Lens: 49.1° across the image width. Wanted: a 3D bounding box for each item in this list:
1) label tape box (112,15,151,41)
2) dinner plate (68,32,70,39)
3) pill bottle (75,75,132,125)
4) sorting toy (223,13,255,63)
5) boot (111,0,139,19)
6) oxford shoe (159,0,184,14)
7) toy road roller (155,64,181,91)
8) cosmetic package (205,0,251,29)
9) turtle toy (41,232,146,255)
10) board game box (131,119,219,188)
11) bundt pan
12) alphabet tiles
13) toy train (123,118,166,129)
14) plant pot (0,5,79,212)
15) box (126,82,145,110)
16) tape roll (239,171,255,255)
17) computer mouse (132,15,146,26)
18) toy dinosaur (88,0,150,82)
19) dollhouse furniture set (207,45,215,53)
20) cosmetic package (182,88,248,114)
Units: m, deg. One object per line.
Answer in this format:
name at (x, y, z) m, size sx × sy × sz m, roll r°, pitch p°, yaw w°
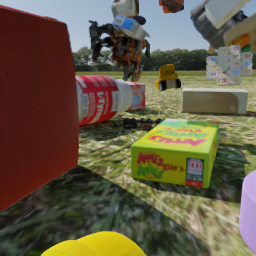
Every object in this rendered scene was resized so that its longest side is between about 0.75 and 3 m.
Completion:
label tape box at (0.107, -2.600, 7.506) m, size 0.668 × 0.308 × 0.932 m, roll 31°, pitch 4°, yaw 32°
dinner plate at (-3.143, -3.955, 12.120) m, size 1.270 × 1.270 × 0.154 m, roll -8°, pitch 16°, yaw -32°
pill bottle at (-1.145, -0.928, 9.013) m, size 1.515 × 1.515 × 2.699 m, roll 11°, pitch 16°, yaw 40°
sorting toy at (3.726, -2.676, 8.364) m, size 1.670 × 0.329 × 1.805 m, roll -31°, pitch -26°, yaw 14°
boot at (-0.116, -3.829, 8.447) m, size 0.834 × 1.078 × 0.389 m, roll -7°, pitch -7°, yaw 26°
oxford shoe at (1.433, -4.254, 9.122) m, size 0.724 × 0.711 × 1.997 m, roll 9°, pitch 11°, yaw 15°
toy road roller at (1.309, -1.704, 9.393) m, size 0.682 × 0.811 × 1.111 m, roll -9°, pitch 12°, yaw -5°
cosmetic package at (2.979, -3.528, 6.964) m, size 2.228 × 0.576 × 1.680 m, roll -40°, pitch -3°, yaw 22°
turtle toy at (-0.038, 1.178, 0.138) m, size 2.511 × 1.269 × 1.830 m, roll 11°, pitch 8°, yaw 40°
board game box at (1.057, 0.346, 5.478) m, size 1.243 × 0.583 × 2.447 m, roll 5°, pitch 14°, yaw 20°
bundt pan at (3.439, -3.671, 9.802) m, size 2.506 × 2.506 × 0.940 m, roll -11°, pitch -25°, yaw -41°
alphabet tiles at (2.679, -1.662, 7.446) m, size 1.147 × 1.173 × 0.086 m, roll 0°, pitch -20°, yaw 20°
toy train at (0.535, -0.111, 8.138) m, size 1.436 × 0.329 × 0.245 m, roll 2°, pitch 16°, yaw 19°
plant pot at (-2.368, -0.630, 4.110) m, size 2.801 × 2.468 × 2.798 m, roll 20°, pitch 18°, yaw 16°
box at (-0.244, -1.456, 12.320) m, size 1.129 × 1.081 × 2.265 m, roll -6°, pitch 14°, yaw -26°
tape roll at (2.079, 0.952, 2.894) m, size 1.704 × 0.559 × 1.704 m, roll -1°, pitch 13°, yaw 0°
computer mouse at (0.131, -4.118, 11.032) m, size 1.091 × 0.766 × 0.251 m, roll 8°, pitch -7°, yaw 3°
toy dinosaur at (-0.290, -2.951, 9.513) m, size 1.996 × 1.503 × 2.942 m, roll -6°, pitch 57°, yaw -5°
dollhouse furniture set at (3.697, -3.490, 10.941) m, size 0.964 × 1.021 × 0.666 m, roll 9°, pitch -16°, yaw 5°
cosmetic package at (3.416, -1.122, 11.330) m, size 2.433 × 0.865 × 1.280 m, roll 3°, pitch 13°, yaw 12°
